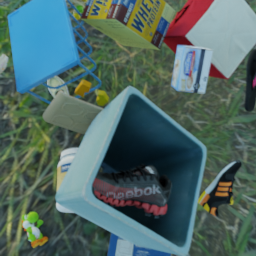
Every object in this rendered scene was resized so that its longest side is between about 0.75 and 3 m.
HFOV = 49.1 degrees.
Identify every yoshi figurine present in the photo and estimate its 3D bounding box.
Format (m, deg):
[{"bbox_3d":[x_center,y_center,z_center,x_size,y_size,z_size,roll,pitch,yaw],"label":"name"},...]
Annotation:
[{"bbox_3d":[-2.929,3.099,8.753,0.615,0.617,1.098,-26,64,-29],"label":"yoshi figurine"}]

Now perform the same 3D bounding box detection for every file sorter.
[{"bbox_3d":[-2.122,-2.289,8.292,1.890,1.671,2.723,-23,67,16],"label":"file sorter"}]

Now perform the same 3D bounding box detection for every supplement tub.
[{"bbox_3d":[-1.607,1.691,8.966,1.320,1.320,1.825,-4,65,-2],"label":"supplement tub"}]

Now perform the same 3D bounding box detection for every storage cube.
[{"bbox_3d":[2.605,-2.952,8.836,2.267,2.038,1.938,38,94,-21],"label":"storage cube"}]

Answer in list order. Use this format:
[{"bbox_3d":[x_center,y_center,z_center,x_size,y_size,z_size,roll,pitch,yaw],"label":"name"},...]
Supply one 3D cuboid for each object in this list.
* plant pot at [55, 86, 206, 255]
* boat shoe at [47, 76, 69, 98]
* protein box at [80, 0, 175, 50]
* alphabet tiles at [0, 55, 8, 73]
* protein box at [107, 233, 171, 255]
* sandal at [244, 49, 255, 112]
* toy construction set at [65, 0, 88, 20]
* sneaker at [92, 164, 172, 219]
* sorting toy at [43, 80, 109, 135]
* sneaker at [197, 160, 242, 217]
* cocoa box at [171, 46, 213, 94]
[{"bbox_3d":[-0.199,1.170,6.589,2.610,2.666,2.617,37,54,-23],"label":"plant pot"},{"bbox_3d":[-2.615,-1.365,10.841,0.687,0.592,1.908,-28,68,-13],"label":"boat shoe"},{"bbox_3d":[-0.021,-3.450,8.550,1.899,1.913,1.291,25,95,47],"label":"protein box"},{"bbox_3d":[-3.750,-0.929,6.861,0.154,2.060,2.106,43,69,-18],"label":"alphabet tiles"},{"bbox_3d":[0.269,3.903,7.980,1.761,1.197,1.774,8,65,4],"label":"protein box"},{"bbox_3d":[3.170,-1.157,6.914,0.576,0.345,1.533,-7,101,-41],"label":"sandal"},{"bbox_3d":[-1.535,-4.642,8.971,2.448,1.605,1.127,-32,57,35],"label":"toy construction set"},{"bbox_3d":[0.055,1.163,5.805,2.117,0.748,1.034,20,101,-26],"label":"sneaker"},{"bbox_3d":[-1.086,-0.439,7.010,1.586,2.128,0.285,24,55,-23],"label":"sorting toy"},{"bbox_3d":[2.534,1.578,7.265,0.735,0.571,1.634,44,114,25],"label":"sneaker"},{"bbox_3d":[1.586,-1.495,7.124,0.724,0.735,1.103,4,108,-7],"label":"cocoa box"}]
